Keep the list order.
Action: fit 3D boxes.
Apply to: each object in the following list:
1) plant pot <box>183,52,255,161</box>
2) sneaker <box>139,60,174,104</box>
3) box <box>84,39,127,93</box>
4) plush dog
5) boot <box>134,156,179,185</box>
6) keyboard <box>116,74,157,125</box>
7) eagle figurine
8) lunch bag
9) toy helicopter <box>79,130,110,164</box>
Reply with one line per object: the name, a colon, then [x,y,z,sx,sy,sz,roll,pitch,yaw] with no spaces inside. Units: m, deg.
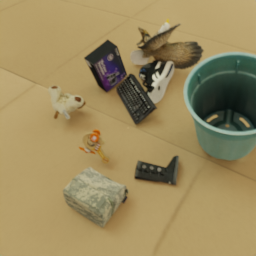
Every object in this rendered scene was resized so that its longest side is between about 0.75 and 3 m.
plant pot: [3.076,-0.375,8.463,2.655,2.600,2.655,-6,60,11]
sneaker: [0.922,-1.926,11.754,1.345,0.879,2.405,10,49,29]
box: [-0.847,-2.448,11.270,1.221,1.731,0.682,-43,59,-11]
plush dog: [-2.252,-0.886,10.289,1.357,1.089,1.166,25,17,8]
boot: [0.920,1.244,8.915,1.316,0.432,1.085,6,44,12]
keyboard: [0.352,-1.296,10.834,1.389,0.297,2.314,-40,47,13]
eagle figurine: [1.437,-3.576,12.000,2.204,2.192,2.904,-20,37,-18]
lunch bag: [-0.882,1.852,7.864,1.471,1.025,1.234,24,52,21]
toy helicopter: [-1.006,0.678,8.748,0.769,1.162,0.458,-32,14,10]
